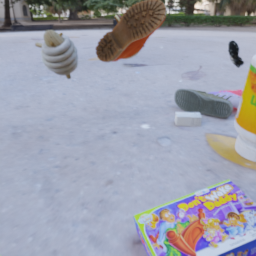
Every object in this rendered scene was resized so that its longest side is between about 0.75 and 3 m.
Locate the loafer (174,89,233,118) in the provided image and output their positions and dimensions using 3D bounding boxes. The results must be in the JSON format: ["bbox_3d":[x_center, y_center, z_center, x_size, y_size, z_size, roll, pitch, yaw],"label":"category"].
[{"bbox_3d":[3.043,-0.999,11.339,2.476,0.931,0.863,23,24,29],"label":"loafer"}]

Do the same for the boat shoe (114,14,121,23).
[{"bbox_3d":[0.049,-4.093,11.142,1.606,0.578,0.579,27,24,-54],"label":"boat shoe"}]

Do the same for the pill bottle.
[{"bbox_3d":[3.788,-0.480,7.551,1.530,2.755,1.530,2,30,-1],"label":"pill bottle"}]

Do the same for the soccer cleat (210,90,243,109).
[{"bbox_3d":[4.405,-1.205,11.427,0.912,1.045,2.733,-18,30,-34],"label":"soccer cleat"}]

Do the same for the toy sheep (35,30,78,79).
[{"bbox_3d":[-2.150,-2.254,8.785,1.240,1.798,1.240,-6,55,9],"label":"toy sheep"}]

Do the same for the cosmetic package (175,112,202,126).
[{"bbox_3d":[2.193,-0.326,10.266,0.907,0.385,0.488,1,25,4],"label":"cosmetic package"}]

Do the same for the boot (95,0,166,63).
[{"bbox_3d":[0.218,-2.413,7.150,2.093,0.785,1.122,-29,-9,34],"label":"boot"}]

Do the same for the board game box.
[{"bbox_3d":[1.303,1.802,4.937,2.085,0.467,1.402,-18,28,-11],"label":"board game box"}]

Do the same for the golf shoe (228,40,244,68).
[{"bbox_3d":[4.461,-3.136,11.894,0.472,1.215,0.574,-26,23,5],"label":"golf shoe"}]
